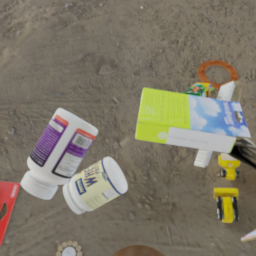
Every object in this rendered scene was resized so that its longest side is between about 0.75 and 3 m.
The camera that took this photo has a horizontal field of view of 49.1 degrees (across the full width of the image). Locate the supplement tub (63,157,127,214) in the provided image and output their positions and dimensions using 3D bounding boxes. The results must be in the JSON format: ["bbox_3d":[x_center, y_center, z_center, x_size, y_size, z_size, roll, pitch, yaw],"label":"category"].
[{"bbox_3d":[-0.844,1.501,7.221,1.412,1.024,1.024,-30,60,5],"label":"supplement tub"}]

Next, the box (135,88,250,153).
[{"bbox_3d":[1.593,-0.225,7.268,2.656,0.633,1.620,9,39,2],"label":"box"}]

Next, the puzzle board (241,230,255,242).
[{"bbox_3d":[4.670,2.230,7.269,2.232,2.962,0.258,-2,62,-40],"label":"puzzle board"}]

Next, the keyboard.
[{"bbox_3d":[2.670,-0.105,8.745,0.148,0.779,2.768,22,84,-13],"label":"keyboard"}]

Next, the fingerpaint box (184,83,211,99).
[{"bbox_3d":[2.261,-0.581,9.039,0.547,1.491,1.244,8,24,29],"label":"fingerpaint box"}]

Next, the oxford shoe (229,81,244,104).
[{"bbox_3d":[3.374,-0.738,9.812,0.722,0.767,2.050,33,103,24],"label":"oxford shoe"}]

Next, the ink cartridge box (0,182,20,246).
[{"bbox_3d":[-5.234,2.866,9.956,2.047,0.519,2.323,4,57,3],"label":"ink cartridge box"}]

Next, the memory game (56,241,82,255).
[{"bbox_3d":[-1.972,4.214,9.345,0.872,0.056,0.872,0,57,-1],"label":"memory game"}]

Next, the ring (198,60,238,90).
[{"bbox_3d":[4.429,-2.674,13.783,1.962,0.188,1.962,0,57,0],"label":"ring"}]

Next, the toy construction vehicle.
[{"bbox_3d":[4.305,2.226,10.273,2.299,0.930,2.641,-3,53,11],"label":"toy construction vehicle"}]

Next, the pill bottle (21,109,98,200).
[{"bbox_3d":[-2.129,0.808,8.492,1.410,1.410,2.530,31,89,18],"label":"pill bottle"}]

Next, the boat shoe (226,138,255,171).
[{"bbox_3d":[3.991,0.982,8.808,0.772,0.906,2.709,-12,13,-7],"label":"boat shoe"}]

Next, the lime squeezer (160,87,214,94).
[{"bbox_3d":[2.756,-1.478,12.935,2.619,0.494,0.925,-4,26,-1],"label":"lime squeezer"}]

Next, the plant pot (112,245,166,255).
[{"bbox_3d":[0.120,3.622,5.738,2.158,2.309,2.158,-3,70,8],"label":"plant pot"}]
